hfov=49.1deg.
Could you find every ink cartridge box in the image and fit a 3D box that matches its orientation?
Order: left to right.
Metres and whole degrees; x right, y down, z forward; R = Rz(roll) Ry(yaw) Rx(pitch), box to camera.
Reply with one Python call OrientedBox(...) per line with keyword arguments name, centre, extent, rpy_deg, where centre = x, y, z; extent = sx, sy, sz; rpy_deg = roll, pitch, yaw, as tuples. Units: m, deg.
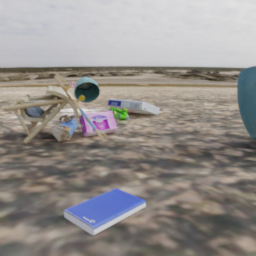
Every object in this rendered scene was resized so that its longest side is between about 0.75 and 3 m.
OrientedBox(name="ink cartridge box", centre=(0.440, -1.079, 15.295), extent=(2.239, 0.494, 2.281), rpy_deg=(9, -4, 37))

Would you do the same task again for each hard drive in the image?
OrientedBox(name="hard drive", centre=(-0.392, 1.436, 4.982), extent=(0.810, 0.156, 1.227), rpy_deg=(11, 17, 42))

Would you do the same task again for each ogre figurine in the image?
OrientedBox(name="ogre figurine", centre=(-0.418, -0.641, 12.896), extent=(0.777, 0.636, 1.296), rpy_deg=(11, -3, -17))

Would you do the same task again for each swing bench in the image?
OrientedBox(name="swing bench", centre=(-3.070, -0.731, 10.318), extent=(2.155, 1.398, 2.144), rpy_deg=(-28, 17, -9))

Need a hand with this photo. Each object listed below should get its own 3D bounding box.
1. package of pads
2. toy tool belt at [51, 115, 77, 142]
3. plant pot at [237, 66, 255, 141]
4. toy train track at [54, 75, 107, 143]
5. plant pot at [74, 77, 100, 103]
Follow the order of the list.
OrientedBox(name="package of pads", centre=(-1.134, -0.161, 10.717), extent=(1.355, 0.816, 0.513), rpy_deg=(-9, -16, -32))
OrientedBox(name="toy tool belt", centre=(-2.130, -0.087, 10.014), extent=(0.773, 0.786, 1.258), rpy_deg=(-24, 23, 25))
OrientedBox(name="plant pot", centre=(4.756, -0.492, 8.688), extent=(2.973, 2.002, 2.973), rpy_deg=(15, -2, 1))
OrientedBox(name="toy train track", centre=(-1.371, -0.646, 8.781), extent=(0.409, 2.512, 1.441), rpy_deg=(-37, 12, -8))
OrientedBox(name="plant pot", centre=(-1.994, -1.896, 13.217), extent=(1.204, 1.204, 0.806), rpy_deg=(-4, 45, -16))
